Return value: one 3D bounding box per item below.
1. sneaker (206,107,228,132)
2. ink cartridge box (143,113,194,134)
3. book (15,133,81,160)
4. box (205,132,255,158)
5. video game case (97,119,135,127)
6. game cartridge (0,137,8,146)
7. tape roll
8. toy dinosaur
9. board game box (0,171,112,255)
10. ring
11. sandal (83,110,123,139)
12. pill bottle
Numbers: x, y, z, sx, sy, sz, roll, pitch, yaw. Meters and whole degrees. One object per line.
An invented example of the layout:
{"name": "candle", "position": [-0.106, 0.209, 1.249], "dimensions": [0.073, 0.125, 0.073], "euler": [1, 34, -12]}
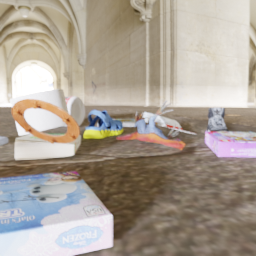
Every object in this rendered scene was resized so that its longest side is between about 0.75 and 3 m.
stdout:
{"name": "sneaker", "position": [3.868, -0.264, 12.160], "dimensions": [0.832, 1.254, 2.204], "euler": [1, 7, 6]}
{"name": "ink cartridge box", "position": [1.872, -0.199, 12.360], "dimensions": [1.988, 0.470, 1.591], "euler": [15, 2, 37]}
{"name": "book", "position": [-2.421, 0.519, 8.957], "dimensions": [1.641, 0.590, 2.457], "euler": [2, 4, -6]}
{"name": "box", "position": [3.515, 0.488, 9.066], "dimensions": [1.654, 0.472, 2.417], "euler": [1, 7, 7]}
{"name": "video game case", "position": [-0.605, -0.321, 16.958], "dimensions": [2.181, 0.264, 2.396], "euler": [0, 6, 2]}
{"name": "game cartridge", "position": [-5.167, 0.488, 10.128], "dimensions": [1.390, 0.284, 0.925], "euler": [0, 3, 1]}
{"name": "tape roll", "position": [-3.156, -0.580, 10.209], "dimensions": [1.928, 1.324, 1.928], "euler": [-12, 5, 1]}
{"name": "toy dinosaur", "position": [0.987, 0.345, 10.027], "dimensions": [1.412, 2.690, 2.441], "euler": [33, 20, -24]}
{"name": "board game box", "position": [-1.503, 1.116, 3.766], "dimensions": [2.063, 0.447, 2.053], "euler": [-3, 8, -22]}
{"name": "ring", "position": [-2.009, -0.077, 6.791], "dimensions": [1.697, 0.163, 1.697], "euler": [11, -36, 8]}
{"name": "sandal", "position": [-0.989, -0.213, 12.323], "dimensions": [1.061, 1.162, 2.669], "euler": [1, 5, 22]}
{"name": "pill bottle", "position": [-4.172, -0.944, 16.072], "dimensions": [2.991, 1.703, 1.703], "euler": [2, 7, 22]}
